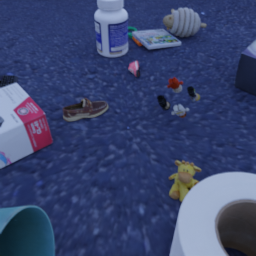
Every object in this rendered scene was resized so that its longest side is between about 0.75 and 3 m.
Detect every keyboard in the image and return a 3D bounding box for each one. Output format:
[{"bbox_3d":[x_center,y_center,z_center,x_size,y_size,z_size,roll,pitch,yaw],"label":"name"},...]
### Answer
[{"bbox_3d":[-4.545,-1.288,9.721,1.216,0.197,1.914,-8,42,-8],"label":"keyboard"}]

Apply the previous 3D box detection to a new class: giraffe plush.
[{"bbox_3d":[1.362,1.172,6.557,0.811,0.762,0.940,-2,42,-2],"label":"giraffe plush"}]

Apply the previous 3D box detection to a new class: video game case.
[{"bbox_3d":[1.260,-4.005,12.587,1.704,0.188,1.553,-14,44,-24],"label":"video game case"}]

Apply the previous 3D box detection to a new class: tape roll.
[{"bbox_3d":[1.958,2.211,4.711,2.461,1.690,2.461,0,42,0],"label":"tape roll"}]

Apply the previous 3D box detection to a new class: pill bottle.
[{"bbox_3d":[-0.673,-4.154,11.355,1.334,2.229,1.334,0,42,0],"label":"pill bottle"}]

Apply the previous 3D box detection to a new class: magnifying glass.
[{"bbox_3d":[0.223,-4.286,13.057,0.742,0.209,1.865,-14,42,-15],"label":"magnifying glass"}]

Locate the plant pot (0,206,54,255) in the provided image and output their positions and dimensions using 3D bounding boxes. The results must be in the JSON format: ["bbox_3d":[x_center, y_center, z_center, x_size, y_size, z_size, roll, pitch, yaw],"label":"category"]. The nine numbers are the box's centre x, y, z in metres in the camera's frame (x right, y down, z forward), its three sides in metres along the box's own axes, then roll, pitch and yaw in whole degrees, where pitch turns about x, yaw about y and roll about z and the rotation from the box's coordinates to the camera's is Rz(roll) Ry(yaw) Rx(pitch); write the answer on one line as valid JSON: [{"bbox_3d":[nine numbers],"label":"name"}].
[{"bbox_3d":[-2.379,2.292,4.538,1.611,2.007,2.007,-3,41,12],"label":"plant pot"}]

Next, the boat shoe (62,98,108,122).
[{"bbox_3d":[-1.328,-0.642,8.740,1.466,0.528,0.529,-14,44,-16],"label":"boat shoe"}]

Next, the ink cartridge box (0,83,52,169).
[{"bbox_3d":[-3.736,0.096,7.459,2.712,1.161,2.002,-28,49,-29],"label":"ink cartridge box"}]

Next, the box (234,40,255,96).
[{"bbox_3d":[5.396,-2.092,9.363,2.493,1.536,2.473,33,62,31],"label":"box"}]

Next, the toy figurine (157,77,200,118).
[{"bbox_3d":[1.487,-0.862,8.339,1.018,0.719,1.034,32,87,30],"label":"toy figurine"}]

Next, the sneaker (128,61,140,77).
[{"bbox_3d":[0.221,-2.197,10.678,0.423,0.360,0.976,-11,37,7],"label":"sneaker"}]

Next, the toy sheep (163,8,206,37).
[{"bbox_3d":[2.593,-4.823,12.826,2.031,1.400,1.400,0,42,-4],"label":"toy sheep"}]
